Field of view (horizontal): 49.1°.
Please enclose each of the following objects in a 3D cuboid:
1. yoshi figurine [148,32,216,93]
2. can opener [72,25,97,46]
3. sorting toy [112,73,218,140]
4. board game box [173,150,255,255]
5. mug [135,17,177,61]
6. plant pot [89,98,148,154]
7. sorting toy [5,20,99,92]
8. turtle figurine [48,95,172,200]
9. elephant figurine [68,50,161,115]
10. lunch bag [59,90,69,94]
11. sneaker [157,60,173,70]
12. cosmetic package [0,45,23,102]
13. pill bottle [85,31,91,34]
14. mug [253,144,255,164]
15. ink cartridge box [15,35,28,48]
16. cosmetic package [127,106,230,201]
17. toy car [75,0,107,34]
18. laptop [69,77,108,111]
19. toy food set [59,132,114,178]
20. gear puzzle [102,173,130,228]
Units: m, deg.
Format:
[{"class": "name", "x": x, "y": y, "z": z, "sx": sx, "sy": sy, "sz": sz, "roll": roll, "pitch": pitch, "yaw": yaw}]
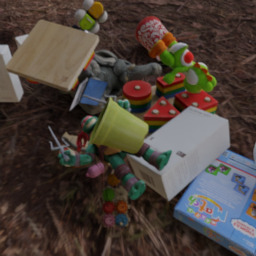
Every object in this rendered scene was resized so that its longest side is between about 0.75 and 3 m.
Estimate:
[{"class": "yoshi figurine", "x": 1.693, "y": -1.838, "z": 8.792, "sx": 2.207, "sy": 1.240, "sz": 1.236, "roll": 42, "pitch": 18, "yaw": 2}, {"class": "can opener", "x": -1.603, "y": -3.205, "z": 10.185, "sx": 0.608, "sy": 0.490, "sz": 1.547, "roll": 22, "pitch": 22, "yaw": -50}, {"class": "sorting toy", "x": 1.228, "y": -0.775, "z": 9.481, "sx": 2.875, "sy": 1.007, "sz": 2.893, "roll": -20, "pitch": 46, "yaw": -20}, {"class": "board game box", "x": 2.612, "y": 1.714, "z": 7.134, "sx": 1.937, "sy": 0.469, "sz": 2.561, "roll": 26, "pitch": 48, "yaw": 26}, {"class": "mug", "x": 1.539, "y": -4.109, "z": 12.924, "sx": 1.830, "sy": 1.375, "sz": 2.061, "roll": -20, "pitch": 48, "yaw": -9}, {"class": "plant pot", "x": -0.154, "y": 0.041, "z": 5.795, "sx": 0.969, "sy": 1.054, "sz": 1.054, "roll": 24, "pitch": 42, "yaw": -10}, {"class": "sorting toy", "x": -2.125, "y": -2.013, "z": 8.212, "sx": 1.980, "sy": 0.693, "sz": 1.992, "roll": 19, "pitch": 65, "yaw": 11}, {"class": "turtle figurine", "x": -0.454, "y": 0.303, "z": 6.574, "sx": 2.719, "sy": 1.369, "sz": 2.036, "roll": 37, "pitch": 93, "yaw": 22}, {"class": "elephant figurine", "x": -0.674, "y": -1.846, "z": 10.188, "sx": 2.235, "sy": 2.039, "sz": 2.881, "roll": 49, "pitch": 53, "yaw": 5}, {"class": "lunch bag", "x": -2.241, "y": -2.656, "z": 10.963, "sx": 1.503, "sy": 1.809, "sz": 2.157, "roll": -10, "pitch": 43, "yaw": -11}, {"class": "sneaker", "x": 1.917, "y": -2.768, "z": 12.118, "sx": 1.264, "sy": 0.467, "sz": 0.501, "roll": 17, "pitch": 40, "yaw": 18}, {"class": "cosmetic package", "x": -5.379, "y": -1.876, "z": 9.954, "sx": 2.678, "sy": 2.019, "sz": 0.692, "roll": 0, "pitch": 42, "yaw": 0}, {"class": "pill bottle", "x": -2.332, "y": -4.474, "z": 13.847, "sx": 1.187, "sy": 0.645, "sz": 0.645, "roll": 3, "pitch": 42, "yaw": 3}, {"class": "mug", "x": 4.614, "y": 0.887, "z": 6.796, "sx": 2.958, "sy": 2.184, "sz": 2.594, "roll": 13, "pitch": 53, "yaw": 13}, {"class": "ink cartridge box", "x": -4.076, "y": -3.497, "z": 12.690, "sx": 1.281, "sy": 0.741, "sz": 2.205, "roll": -25, "pitch": 48, "yaw": -25}, {"class": "cosmetic package", "x": 1.410, "y": 0.583, "z": 7.554, "sx": 2.495, "sy": 1.012, "sz": 1.408, "roll": -38, "pitch": 39, "yaw": -22}, {"class": "toy car", "x": -1.409, "y": -4.090, "z": 10.213, "sx": 1.107, "sy": 0.969, "sz": 0.830, "roll": -52, "pitch": 38, "yaw": 7}, {"class": "laptop", "x": -1.159, "y": -0.926, "z": 8.200, "sx": 0.573, "sy": 0.926, "sz": 0.989, "roll": 29, "pitch": 34, "yaw": 0}, {"class": "toy food set", "x": -1.108, "y": 0.805, "z": 7.819, "sx": 1.892, "sy": 0.298, "sz": 1.202, "roll": 20, "pitch": 49, "yaw": 0}, {"class": "gear puzzle", "x": -0.298, "y": 1.682, "z": 6.544, "sx": 0.650, "sy": 0.164, "sz": 1.255, "roll": -2, "pitch": 82, "yaw": 2}]
